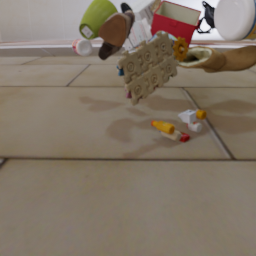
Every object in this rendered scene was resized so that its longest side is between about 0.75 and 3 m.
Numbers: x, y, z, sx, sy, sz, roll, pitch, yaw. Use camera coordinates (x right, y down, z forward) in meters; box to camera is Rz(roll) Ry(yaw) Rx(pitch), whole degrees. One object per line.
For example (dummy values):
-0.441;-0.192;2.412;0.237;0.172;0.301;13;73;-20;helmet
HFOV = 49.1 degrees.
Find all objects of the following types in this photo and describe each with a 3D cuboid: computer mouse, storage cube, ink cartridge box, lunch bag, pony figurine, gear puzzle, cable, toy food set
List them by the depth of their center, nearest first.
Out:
0.747;-1.823;7.627;2.722;1.410;0.356;-37;32;-29;gear puzzle
1.654;-0.106;9.066;1.815;0.867;0.817;-26;32;-31;toy food set
1.029;-2.318;9.307;1.299;1.616;0.666;4;45;-51;lunch bag
3.043;-3.878;9.913;1.126;0.429;1.627;23;41;-9;computer mouse
0.266;-3.362;10.215;0.442;0.768;1.326;-22;4;-25;ink cartridge box
1.811;-3.830;11.244;1.885;1.695;1.611;20;45;6;storage cube
0.844;-3.512;12.354;1.853;1.543;1.789;30;26;-26;pony figurine
3.432;-4.579;12.477;0.830;1.017;0.258;-5;-21;30;cable

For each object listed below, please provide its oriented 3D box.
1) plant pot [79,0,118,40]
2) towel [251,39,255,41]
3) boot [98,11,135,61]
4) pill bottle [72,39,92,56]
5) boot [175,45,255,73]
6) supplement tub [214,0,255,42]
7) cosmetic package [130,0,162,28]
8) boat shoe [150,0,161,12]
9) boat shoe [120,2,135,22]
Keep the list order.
-1.245;-4.051;10.820;1.360;1.360;1.454;10;48;23;plant pot
4.737;-4.182;10.796;1.994;0.853;1.651;-28;47;-21;towel
-0.237;-3.024;8.439;0.760;2.164;1.582;36;60;-8;boot
-2.045;-3.513;12.186;0.698;0.698;1.236;-10;20;-23;pill bottle
3.027;-2.265;9.145;2.174;0.821;2.483;-12;-3;34;boot
3.939;-3.534;8.675;2.093;1.514;1.514;-13;25;-21;supplement tub
0.914;-5.734;14.374;1.406;1.408;1.706;-41;34;-8;cosmetic package
1.257;-5.502;12.033;0.322;1.027;0.377;15;24;-7;boat shoe
0.004;-4.955;12.612;0.535;1.435;0.447;-13;17;33;boat shoe
